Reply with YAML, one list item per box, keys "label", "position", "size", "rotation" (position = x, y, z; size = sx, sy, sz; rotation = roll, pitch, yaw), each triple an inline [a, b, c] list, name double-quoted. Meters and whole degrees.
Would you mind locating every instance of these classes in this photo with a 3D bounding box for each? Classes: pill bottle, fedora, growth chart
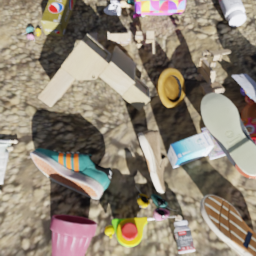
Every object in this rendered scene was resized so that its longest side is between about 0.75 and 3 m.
- label: "pill bottle"
  position: [1.598, 3.150, 8.087]
  size: [0.485, 0.485, 0.838]
  rotation: [-8, 65, -4]
- label: "pill bottle"
  position: [4.431, -5.055, 11.876]
  size: [0.812, 0.812, 1.432]
  rotation: [-6, 65, -3]
- label: "fedora"
  position: [1.428, -1.401, 10.027]
  size: [1.433, 1.433, 0.584]
  rotation: [-50, 32, -20]
- label: "growth chart"
  position: [-4.607, 1.268, 9.170]
  size: [1.480, 0.181, 2.045]
  rotation: [4, 64, 3]

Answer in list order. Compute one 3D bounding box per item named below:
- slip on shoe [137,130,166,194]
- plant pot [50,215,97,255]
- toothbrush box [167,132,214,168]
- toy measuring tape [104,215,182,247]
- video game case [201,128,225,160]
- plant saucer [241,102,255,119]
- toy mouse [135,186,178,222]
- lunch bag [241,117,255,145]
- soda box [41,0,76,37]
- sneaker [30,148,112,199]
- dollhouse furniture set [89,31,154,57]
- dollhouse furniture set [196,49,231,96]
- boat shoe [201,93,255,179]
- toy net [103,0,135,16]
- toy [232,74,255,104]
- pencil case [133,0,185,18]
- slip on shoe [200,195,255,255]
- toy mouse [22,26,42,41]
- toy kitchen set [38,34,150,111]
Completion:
- label: "slip on shoe"
  position: [0.867, 1.032, 8.485]
  size: [0.624, 0.784, 2.061]
  rotation: [-18, 101, 0]
- label: "plant pot"
  position: [-1.596, 3.114, 7.771]
  size: [1.272, 1.272, 1.139]
  rotation: [10, 79, 5]
- label: "toothbrush box"
  position: [1.980, 0.722, 9.012]
  size: [1.278, 0.936, 0.545]
  rotation: [-19, 65, -8]
- label: "toy measuring tape"
  position: [0.455, 2.976, 8.039]
  size: [2.248, 0.827, 0.827]
  rotation: [-3, 64, -4]
- label: "video game case"
  position: [2.983, 0.417, 9.392]
  size: [0.808, 0.102, 1.129]
  rotation: [-23, 61, 27]
- label: "plant saucer"
  position: [4.718, -0.367, 9.944]
  size: [1.332, 0.215, 1.332]
  rotation: [0, 65, 0]
- label: "toy mouse"
  position: [0.871, 2.371, 8.261]
  size: [1.291, 1.452, 0.281]
  rotation: [20, 107, -18]
- label: "lunch bag"
  position: [4.221, 0.330, 9.000]
  size: [1.584, 0.649, 1.395]
  rotation: [-5, 51, 32]
- label: "soda box"
  position: [-2.902, -5.086, 11.909]
  size: [0.822, 0.777, 2.426]
  rotation: [9, 64, 3]
- label: "sneaker"
  position: [-1.775, 1.215, 8.863]
  size: [2.703, 0.965, 1.080]
  rotation: [24, 49, 16]
- label: "dollhouse furniture set"
  position: [-0.207, -3.128, 10.925]
  size: [2.397, 1.242, 1.061]
  rotation: [-2, 102, 1]
- label: "dollhouse furniture set"
  position: [3.034, -2.101, 9.955]
  size: [0.750, 1.694, 0.878]
  rotation: [-12, 49, -10]
- label: "boat shoe"
  position: [3.214, 0.226, 8.691]
  size: [1.062, 0.933, 2.984]
  rotation: [-33, 62, 12]
- label: "toy net"
  position: [0.036, -5.752, 12.383]
  size: [2.506, 0.484, 1.314]
  rotation: [-22, 69, -10]
- label: "toy"
  position: [4.527, -1.070, 10.026]
  size: [1.162, 0.476, 2.018]
  rotation: [-14, 58, -42]
- label: "pencil case"
  position: [1.290, -5.190, 11.865]
  size: [2.238, 0.989, 0.989]
  rotation: [-6, 64, -2]
- label: "slip on shoe"
  position: [2.979, 2.952, 7.847]
  size: [2.547, 0.771, 0.968]
  rotation: [38, 59, 7]
- label: "toy mouse"
  position: [-4.073, -3.974, 11.706]
  size: [0.814, 0.177, 0.916]
  rotation: [-1, 64, 0]
- label: "toy kitchen set"
  position: [-1.067, -1.555, 10.222]
  size: [2.860, 2.580, 2.333]
  rotation: [38, 24, -17]
